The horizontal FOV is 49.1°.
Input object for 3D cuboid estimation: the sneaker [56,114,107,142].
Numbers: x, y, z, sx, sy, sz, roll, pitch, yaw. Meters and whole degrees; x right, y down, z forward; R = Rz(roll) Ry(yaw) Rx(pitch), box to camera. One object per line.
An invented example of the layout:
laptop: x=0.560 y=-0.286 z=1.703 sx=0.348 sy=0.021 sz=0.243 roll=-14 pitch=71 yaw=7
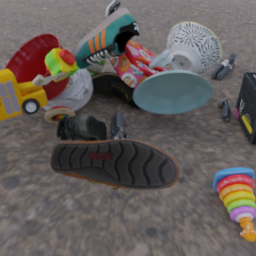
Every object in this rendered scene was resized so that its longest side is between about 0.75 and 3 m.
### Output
sneaker: x=-1.227 y=0.090 z=7.613 sx=1.064 sy=1.857 sz=0.710 roll=3 pitch=78 yaw=17

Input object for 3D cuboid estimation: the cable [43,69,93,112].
cable: x=-2.273 y=-1.448 z=9.999 sx=2.064 sy=0.714 sz=2.064 roll=-11 pitch=54 yaw=8

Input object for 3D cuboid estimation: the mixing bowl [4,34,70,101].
mixing bowl: x=-2.709 y=-1.677 z=8.863 sx=2.284 sy=1.237 sz=2.284 roll=-15 pitch=56 yaw=23

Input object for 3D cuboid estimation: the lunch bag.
lunch bag: x=0.678 y=-1.900 z=9.950 sx=2.549 sy=1.044 sz=2.245 roll=14 pitch=39 yaw=-42

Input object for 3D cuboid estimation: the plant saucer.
plant saucer: x=1.328 y=-1.146 z=8.545 sx=2.380 sy=2.380 sz=0.458 roll=0 pitch=64 yaw=0

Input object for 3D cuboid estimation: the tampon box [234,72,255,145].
tampon box: x=4.858 y=-0.598 z=8.557 sx=2.487 sy=1.570 sz=1.864 roll=2 pitch=35 yaw=3

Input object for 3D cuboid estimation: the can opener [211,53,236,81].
can opener: x=4.321 y=-2.807 z=12.557 sx=0.547 sy=0.686 sz=2.052 roll=21 pitch=40 yaw=28

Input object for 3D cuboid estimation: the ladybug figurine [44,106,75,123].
ladybug figurine: x=-2.203 y=-0.448 z=9.021 sx=1.005 sy=0.682 sz=0.361 roll=0 pitch=53 yaw=-35

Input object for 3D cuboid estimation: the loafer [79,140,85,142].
loafer: x=-1.236 y=0.294 z=8.290 sx=0.383 sy=0.339 sz=1.006 roll=16 pitch=35 yaw=-5

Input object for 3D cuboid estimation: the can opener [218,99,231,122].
can opener: x=3.362 y=-0.621 z=9.813 sx=0.413 sy=0.330 sz=1.235 roll=-19 pitch=24 yaw=33

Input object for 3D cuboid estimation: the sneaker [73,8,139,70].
sneaker: x=-0.730 y=-2.516 z=8.733 sx=0.987 sy=2.469 sz=0.881 roll=60 pitch=25 yaw=15

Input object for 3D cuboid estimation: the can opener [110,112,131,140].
can opener: x=-0.223 y=0.152 z=8.512 sx=0.593 sy=0.473 sz=1.774 roll=35 pitch=24 yaw=-20

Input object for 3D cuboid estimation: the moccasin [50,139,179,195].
moccasin: x=-0.237 y=0.697 z=4.909 sx=2.335 sy=0.902 sz=0.854 roll=-5 pitch=70 yaw=25

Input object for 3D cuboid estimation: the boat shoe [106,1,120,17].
boat shoe: x=-0.557 y=-4.435 z=10.417 sx=0.290 sy=0.322 sz=0.912 roll=16 pitch=60 yaw=16

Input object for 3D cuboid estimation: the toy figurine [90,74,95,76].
toy figurine: x=-1.460 y=-1.651 z=11.078 sx=0.787 sy=0.591 sz=0.724 roll=39 pitch=57 yaw=1

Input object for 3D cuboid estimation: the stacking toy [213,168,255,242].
stacking toy: x=2.445 y=1.706 z=6.051 sx=0.891 sy=0.843 sz=1.536 roll=-7 pitch=45 yaw=6

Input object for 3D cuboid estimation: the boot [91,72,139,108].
boot: x=-0.395 y=-1.311 z=10.259 sx=2.353 sy=0.911 sz=1.627 roll=-5 pitch=38 yaw=-6

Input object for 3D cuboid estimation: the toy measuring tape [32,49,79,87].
toy measuring tape: x=-1.913 y=-1.580 z=7.074 sx=0.812 sy=0.812 sz=2.207 roll=8 pitch=21 yaw=12

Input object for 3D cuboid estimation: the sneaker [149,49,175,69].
sneaker: x=0.956 y=-1.898 z=8.158 sx=0.419 sy=0.406 sz=1.147 roll=-50 pitch=12 yaw=-12

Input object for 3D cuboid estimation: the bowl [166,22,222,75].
bowl: x=1.999 y=-2.391 z=9.354 sx=1.991 sy=1.991 sz=0.934 roll=22 pitch=62 yaw=28

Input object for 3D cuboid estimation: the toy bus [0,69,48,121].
toy bus: x=-3.361 y=-0.603 z=6.460 sx=2.741 sy=1.073 sz=0.892 roll=-22 pitch=29 yaw=-24

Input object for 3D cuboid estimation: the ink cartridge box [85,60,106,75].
ink cartridge box: x=-1.396 y=-2.481 z=10.584 sx=0.902 sy=0.515 sz=1.737 roll=16 pitch=-5 yaw=-12
